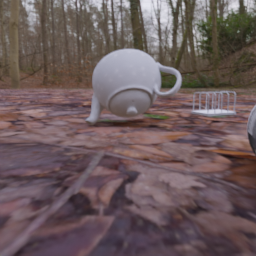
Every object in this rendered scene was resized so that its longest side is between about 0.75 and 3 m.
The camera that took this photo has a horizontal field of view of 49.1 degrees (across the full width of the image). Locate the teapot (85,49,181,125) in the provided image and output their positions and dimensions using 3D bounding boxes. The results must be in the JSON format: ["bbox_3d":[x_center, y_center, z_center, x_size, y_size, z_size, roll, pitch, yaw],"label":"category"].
[{"bbox_3d":[0.058,-1.141,8.746,2.350,1.739,2.381,7,-38,-24],"label":"teapot"}]

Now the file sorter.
[{"bbox_3d":[3.591,-1.038,11.742,1.508,0.939,1.046,-5,11,-24],"label":"file sorter"}]

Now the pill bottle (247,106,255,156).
[{"bbox_3d":[2.432,0.106,3.841,1.373,1.373,2.371,3,9,15],"label":"pill bottle"}]
